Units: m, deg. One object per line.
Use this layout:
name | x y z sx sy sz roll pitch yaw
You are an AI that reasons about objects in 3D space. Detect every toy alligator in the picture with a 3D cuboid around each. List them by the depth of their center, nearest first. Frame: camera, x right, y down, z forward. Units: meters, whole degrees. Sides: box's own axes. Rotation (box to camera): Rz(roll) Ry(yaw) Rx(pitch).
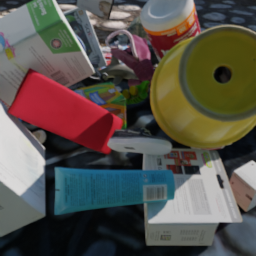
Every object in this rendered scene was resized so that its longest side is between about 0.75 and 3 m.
toy alligator | 0.106 -0.999 9.146 0.577 0.528 1.946 -14 -3 -38

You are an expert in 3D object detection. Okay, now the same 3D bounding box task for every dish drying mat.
dish drying mat | -1.398 -0.279 7.016 0.265 2.908 1.117 23 86 53

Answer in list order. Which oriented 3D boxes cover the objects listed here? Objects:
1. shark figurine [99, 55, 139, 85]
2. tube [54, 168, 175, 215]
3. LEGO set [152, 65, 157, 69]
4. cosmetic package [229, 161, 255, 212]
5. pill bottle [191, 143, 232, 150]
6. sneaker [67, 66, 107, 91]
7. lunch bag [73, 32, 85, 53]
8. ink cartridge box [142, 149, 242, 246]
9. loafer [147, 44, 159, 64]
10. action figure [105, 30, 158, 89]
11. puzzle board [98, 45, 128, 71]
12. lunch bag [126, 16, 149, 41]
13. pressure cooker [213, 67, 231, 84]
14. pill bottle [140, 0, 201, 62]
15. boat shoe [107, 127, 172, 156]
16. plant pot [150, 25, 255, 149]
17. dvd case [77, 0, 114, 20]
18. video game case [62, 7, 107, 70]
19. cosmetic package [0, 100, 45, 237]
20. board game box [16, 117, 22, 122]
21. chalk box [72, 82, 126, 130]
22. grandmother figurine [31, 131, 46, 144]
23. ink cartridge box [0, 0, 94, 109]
shark figurine | -0.772 -2.242 10.758 2.437 1.017 1.456 -13 40 -18
tube | -0.266 1.172 5.442 2.304 0.581 0.892 -2 78 -4
LEGO set | 1.179 -2.548 11.697 1.259 0.309 0.940 0 22 4
cosmetic package | 2.807 1.346 6.485 0.663 0.804 0.663 -21 44 -24
pill bottle | 2.333 0.323 7.887 1.098 0.616 0.616 -8 40 -10
sneaker | -1.701 -1.538 9.649 2.201 1.252 0.831 5 40 6
lunch bag | -2.923 -2.125 8.833 2.918 2.345 1.203 -49 20 1
ink cartridge box | 1.270 1.464 6.284 1.829 0.873 2.083 0 39 1
loafer | 1.055 -2.872 11.410 0.758 0.733 2.158 -43 34 -1
action figure | 0.570 -2.176 9.773 1.681 1.868 2.509 -32 77 4
puzzle board | -1.073 -3.125 12.396 2.814 0.245 2.121 -11 41 -13
lunch bag | 0.572 -4.998 14.145 1.200 0.997 1.431 -3 38 17
pressure cooker | 4.000 -1.358 8.636 2.662 2.378 2.341 -9 11 -11
pill bottle | 1.553 -2.727 8.875 1.553 2.749 1.553 -13 55 20
boat shoe | 0.285 0.263 6.675 1.734 0.622 0.588 -1 57 41
plant pot | 1.864 -0.920 6.261 2.789 2.789 2.623 5 -3 6
dvd case | -1.016 -4.047 8.743 1.162 1.629 0.143 20 78 -8
video game case | -2.269 -2.769 9.968 2.497 2.270 0.292 -26 29 -9
cosmetic package | -2.872 0.758 5.959 1.311 2.126 2.133 -26 42 4
board game box | -3.792 -0.608 8.828 0.245 0.860 0.878 -36 43 6
chalk box | -1.155 -0.458 8.389 1.911 1.183 1.189 -16 42 -20
grandmother figurine | -3.102 0.384 7.769 1.632 0.494 0.990 -11 84 -27
ink cartridge box | -2.498 -1.632 6.841 2.702 1.963 1.182 -29 63 2
